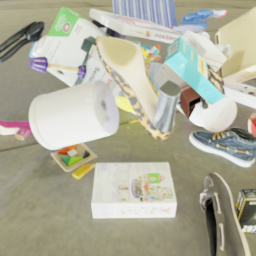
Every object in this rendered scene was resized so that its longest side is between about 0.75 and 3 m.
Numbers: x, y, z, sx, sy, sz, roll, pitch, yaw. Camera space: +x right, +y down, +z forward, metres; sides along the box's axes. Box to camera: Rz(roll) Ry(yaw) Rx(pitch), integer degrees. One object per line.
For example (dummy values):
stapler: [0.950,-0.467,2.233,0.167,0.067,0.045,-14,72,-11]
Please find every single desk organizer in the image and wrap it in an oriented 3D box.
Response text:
desk organizer: [1.698,-0.701,7.650,0.425,1.185,0.456,-27,65,0]

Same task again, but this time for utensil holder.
utensil holder: [-1.424,-0.367,7.689,1.905,1.619,1.619,-14,29,22]

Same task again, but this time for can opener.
can opener: [-3.872,-3.081,9.864,0.684,0.848,2.158,45,70,4]

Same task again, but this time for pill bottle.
pill bottle: [2.866,-1.064,11.189,1.645,1.645,2.889,-8,28,-12]

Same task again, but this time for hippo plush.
hippo plush: [2.440,-2.570,9.371,1.112,1.101,1.382,44,41,-13]

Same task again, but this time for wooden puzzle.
wooden puzzle: [-1.878,0.933,9.721,1.363,0.236,2.020,-28,42,-36]

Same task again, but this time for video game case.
video game case: [0.364,-3.315,9.191,2.546,0.321,2.795,-1,29,-30]

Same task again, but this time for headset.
headset: [1.865,-1.138,9.306,1.162,0.884,1.881,-38,31,-17]

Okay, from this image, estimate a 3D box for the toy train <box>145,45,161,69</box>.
toy train: [0.756,-2.668,11.701,0.475,1.708,1.283,45,32,-4]

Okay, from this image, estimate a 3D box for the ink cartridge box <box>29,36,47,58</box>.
ink cartridge box: [-3.286,-3.125,11.557,1.046,0.614,1.429,25,-16,-35]

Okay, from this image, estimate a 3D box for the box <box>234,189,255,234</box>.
box: [3.504,2.097,7.015,1.617,1.291,0.399,0,34,-2]

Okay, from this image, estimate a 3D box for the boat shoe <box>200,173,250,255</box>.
boat shoe: [2.242,2.205,7.187,0.797,0.935,2.798,3,37,-4]

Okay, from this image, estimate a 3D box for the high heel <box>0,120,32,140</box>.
high heel: [-4.558,-0.138,10.926,1.758,0.592,0.843,16,47,15]

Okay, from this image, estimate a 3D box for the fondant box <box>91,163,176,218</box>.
fondant box: [0.142,1.759,8.095,2.256,0.657,1.628,-1,34,0]

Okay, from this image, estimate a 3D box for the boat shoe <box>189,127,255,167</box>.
boat shoe: [3.318,0.365,9.795,2.387,1.083,0.844,24,41,32]

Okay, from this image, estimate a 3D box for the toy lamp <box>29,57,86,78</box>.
toy lamp: [-2.083,-1.815,8.374,1.672,0.487,0.487,1,26,-42]

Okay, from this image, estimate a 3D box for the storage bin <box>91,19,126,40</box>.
storage bin: [-1.024,-4.006,12.689,1.416,0.982,2.094,2,63,22]

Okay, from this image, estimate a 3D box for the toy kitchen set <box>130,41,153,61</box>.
toy kitchen set: [0.066,-4.951,17.404,2.571,1.514,2.059,-21,39,-28]

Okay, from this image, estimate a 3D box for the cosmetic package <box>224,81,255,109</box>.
cosmetic package: [5.351,-1.670,13.318,2.303,0.583,0.950,28,42,35]

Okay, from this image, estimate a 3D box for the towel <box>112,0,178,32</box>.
towel: [0.721,-5.016,11.931,2.839,0.339,2.056,-2,78,-15]

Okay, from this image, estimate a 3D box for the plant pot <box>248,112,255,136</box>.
plant pot: [5.423,-0.021,9.636,1.933,2.185,2.185,-15,35,-2]

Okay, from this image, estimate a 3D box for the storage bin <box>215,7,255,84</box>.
storage bin: [4.160,-2.812,9.937,0.930,1.985,1.970,4,-12,-29]

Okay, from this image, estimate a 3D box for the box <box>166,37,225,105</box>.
box: [1.668,-1.361,6.828,1.736,0.427,0.714,36,44,-24]

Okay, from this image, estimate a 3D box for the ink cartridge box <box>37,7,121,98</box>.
ink cartridge box: [-1.346,-2.345,9.598,2.878,2.110,1.195,34,18,2]

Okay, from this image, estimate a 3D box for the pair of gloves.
pair of gloves: [2.634,-4.108,11.018,1.789,0.253,2.225,-11,0,-15]

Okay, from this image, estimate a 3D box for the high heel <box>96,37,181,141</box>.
high heel: [0.085,-0.969,7.332,1.055,2.107,2.956,-34,62,-22]

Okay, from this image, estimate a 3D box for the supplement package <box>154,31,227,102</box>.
supplement package: [1.717,-1.681,7.957,0.994,1.695,0.991,2,46,-40]

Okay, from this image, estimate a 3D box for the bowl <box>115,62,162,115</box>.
bowl: [0.569,-1.471,11.988,2.870,1.544,2.870,-7,39,6]
